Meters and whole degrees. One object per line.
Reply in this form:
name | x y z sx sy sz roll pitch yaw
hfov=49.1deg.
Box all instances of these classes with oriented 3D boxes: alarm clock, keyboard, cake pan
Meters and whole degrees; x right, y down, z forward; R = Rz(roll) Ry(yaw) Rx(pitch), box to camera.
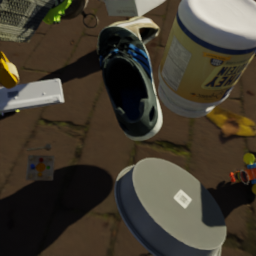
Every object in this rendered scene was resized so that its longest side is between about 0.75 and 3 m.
alarm clock | -1.644 -3.565 7.651 1.455 2.156 0.718 -31 36 28
keyboard | -2.859 -0.746 6.995 2.377 0.127 0.669 -10 71 -10
cake pan | 0.642 1.067 3.881 1.738 0.319 1.738 26 28 -15

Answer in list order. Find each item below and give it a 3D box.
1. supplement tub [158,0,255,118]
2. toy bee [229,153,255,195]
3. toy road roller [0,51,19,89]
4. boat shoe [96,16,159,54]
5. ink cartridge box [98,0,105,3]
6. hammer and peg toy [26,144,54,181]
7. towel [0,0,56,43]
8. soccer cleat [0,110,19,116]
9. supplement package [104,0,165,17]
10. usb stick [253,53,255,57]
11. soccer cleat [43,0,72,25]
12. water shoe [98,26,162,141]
supplement tub | 1.744 -1.601 6.464 1.843 2.552 1.843 5 54 -7
toy bee | 2.977 1.110 6.969 1.496 0.813 0.979 20 65 -24
toy road roller | -2.627 -1.122 5.240 0.738 1.010 0.621 -30 50 -1
boat shoe | 0.052 -3.377 10.384 0.947 1.034 2.768 31 56 30
ink cartridge box | -0.583 -4.397 8.287 1.619 1.172 0.683 10 53 -19
hammer and peg toy | -1.895 0.750 6.041 0.578 0.277 0.785 2 64 -12
towel | -1.777 -1.961 4.638 0.217 1.208 1.255 43 20 3
soccer cleat | -3.438 -0.798 8.764 1.375 0.445 0.575 -29 86 -26
supplement package | -0.005 -3.729 6.493 1.116 1.909 1.120 21 52 42
usb stick | 2.703 -2.644 6.840 0.544 0.320 1.961 -9 76 -29
soccer cleat | -1.212 -2.586 5.216 0.571 1.409 0.476 42 16 -10
water shoe | -0.027 -1.009 4.623 0.879 0.970 2.458 -22 62 5
